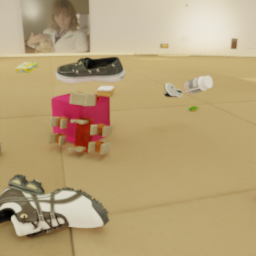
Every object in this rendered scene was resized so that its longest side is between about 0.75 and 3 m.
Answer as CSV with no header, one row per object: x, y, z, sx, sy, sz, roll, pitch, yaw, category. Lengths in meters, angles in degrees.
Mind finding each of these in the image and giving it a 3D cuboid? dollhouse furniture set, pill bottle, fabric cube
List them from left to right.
-1.632,-0.372,9.833,1.474,1.478,1.450,14,23,33,fabric cube
-1.345,-0.158,8.631,1.856,1.836,0.956,9,8,21,dollhouse furniture set
2.460,-1.502,9.773,0.507,0.507,0.891,-14,3,-35,pill bottle

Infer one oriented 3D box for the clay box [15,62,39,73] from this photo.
-3.988,-2.399,11.142,0.948,0.226,0.545,11,44,36,clay box

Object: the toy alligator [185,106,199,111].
3.004,-0.898,13.298,0.778,0.231,0.211,-8,-20,-20,toy alligator

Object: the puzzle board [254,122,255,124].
5.614,-0.111,11.212,0.703,0.081,0.932,-1,19,-4,puzzle board

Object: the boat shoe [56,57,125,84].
-1.354,-2.047,9.539,2.557,0.724,0.878,3,46,17,boat shoe

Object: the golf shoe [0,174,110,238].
-1.498,1.668,5.273,2.304,0.896,1.089,6,39,20,golf shoe

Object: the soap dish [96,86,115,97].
-1.312,-2.153,16.482,0.875,0.452,1.112,3,20,9,soap dish

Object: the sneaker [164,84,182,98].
1.373,-1.224,9.548,0.548,0.358,0.980,-1,-12,41,sneaker
